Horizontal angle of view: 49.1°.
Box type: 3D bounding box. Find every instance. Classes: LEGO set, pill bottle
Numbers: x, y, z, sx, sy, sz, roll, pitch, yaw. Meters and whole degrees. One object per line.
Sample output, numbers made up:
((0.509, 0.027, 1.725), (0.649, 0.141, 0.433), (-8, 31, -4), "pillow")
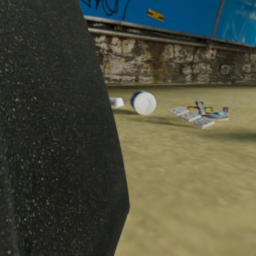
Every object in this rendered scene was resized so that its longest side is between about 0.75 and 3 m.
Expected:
((2.462, -0.428, 9.286), (1.879, 0.461, 1.403), (-21, 35, -35), "LEGO set")
((0.553, -1.070, 11.555), (0.883, 0.883, 1.592), (-1, 12, -6), "pill bottle")

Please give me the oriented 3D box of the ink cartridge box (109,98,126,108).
((-1.051, -1.380, 14.273), (1.620, 0.501, 1.997), (3, 14, 14), "ink cartridge box")

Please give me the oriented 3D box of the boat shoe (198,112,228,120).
((2.990, -0.444, 9.829), (1.103, 0.314, 0.369), (-1, 11, -3), "boat shoe")

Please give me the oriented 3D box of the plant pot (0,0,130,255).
((-1.412, 0.033, 2.167), (2.599, 2.306, 2.593), (3, 12, 9), "plant pot")
